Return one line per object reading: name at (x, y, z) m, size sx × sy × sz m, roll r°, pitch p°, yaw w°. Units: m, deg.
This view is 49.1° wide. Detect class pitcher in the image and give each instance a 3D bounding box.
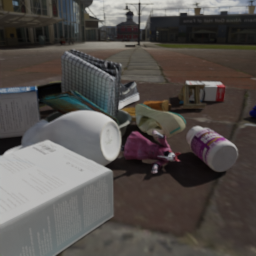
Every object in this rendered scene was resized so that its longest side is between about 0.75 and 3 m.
pitcher at (-1.524, 0.408, 6.594) m, size 2.315 × 1.403 × 1.986 m, roll -1°, pitch 22°, yaw 26°

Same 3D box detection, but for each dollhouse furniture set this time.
dollhouse furniture set at (2.761, -1.246, 12.120) m, size 0.924 × 0.929 × 1.318 m, roll 0°, pitch -10°, yaw 1°

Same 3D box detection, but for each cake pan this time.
cake pan at (-1.272, -0.110, 9.119) m, size 2.765 × 0.507 × 2.765 m, roll 0°, pitch 19°, yaw 0°

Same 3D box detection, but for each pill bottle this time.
pill bottle at (2.042, 0.463, 7.087) m, size 0.771 × 0.771 × 1.372 m, roll -6°, pitch 23°, yaw -16°

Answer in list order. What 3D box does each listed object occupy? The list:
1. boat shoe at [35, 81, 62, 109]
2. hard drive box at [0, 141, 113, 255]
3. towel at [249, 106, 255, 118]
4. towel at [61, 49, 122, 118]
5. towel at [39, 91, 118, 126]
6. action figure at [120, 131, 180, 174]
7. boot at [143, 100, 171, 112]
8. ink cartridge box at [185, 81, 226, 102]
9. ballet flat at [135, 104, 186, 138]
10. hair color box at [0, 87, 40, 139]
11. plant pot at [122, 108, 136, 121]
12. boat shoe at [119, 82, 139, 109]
boat shoe at (-3.480, -1.125, 10.589) m, size 2.620 × 0.936 × 0.783 m, roll -20°, pitch -14°, yaw -12°
hard drive box at (-1.838, 1.251, 4.603) m, size 2.009 × 0.990 × 2.577 m, roll 17°, pitch 26°, yaw 40°
towel at (5.682, -0.452, 10.065) m, size 1.526 × 0.512 × 2.066 m, roll -9°, pitch 22°, yaw -22°
towel at (-1.195, -1.300, 9.059) m, size 1.901 × 2.296 × 0.983 m, roll 26°, pitch 49°, yaw 16°
towel at (-1.550, -0.507, 8.460) m, size 1.750 × 0.259 × 2.387 m, roll 34°, pitch -19°, yaw -33°
action figure at (0.609, 0.651, 7.036) m, size 1.480 × 0.991 × 1.102 m, roll 15°, pitch -12°, yaw 21°
boot at (1.064, -0.882, 10.995) m, size 1.077 × 0.532 × 1.387 m, roll 8°, pitch 10°, yaw 16°
ink cartridge box at (3.618, -1.765, 13.410) m, size 1.725 × 0.722 × 1.245 m, roll 2°, pitch 20°, yaw 4°
ballet flat at (0.734, -0.196, 8.807) m, size 0.899 × 0.899 × 2.587 m, roll -9°, pitch 13°, yaw -24°
hair color box at (-4.236, -0.433, 8.629) m, size 2.878 × 1.439 × 0.871 m, roll -6°, pitch 21°, yaw -16°
plant pot at (0.230, -0.560, 10.848) m, size 1.383 × 0.190 × 1.383 m, roll 1°, pitch 20°, yaw 0°
boat shoe at (-0.466, -1.408, 11.861) m, size 1.053 × 0.995 × 2.936 m, roll 5°, pitch 20°, yaw 34°
